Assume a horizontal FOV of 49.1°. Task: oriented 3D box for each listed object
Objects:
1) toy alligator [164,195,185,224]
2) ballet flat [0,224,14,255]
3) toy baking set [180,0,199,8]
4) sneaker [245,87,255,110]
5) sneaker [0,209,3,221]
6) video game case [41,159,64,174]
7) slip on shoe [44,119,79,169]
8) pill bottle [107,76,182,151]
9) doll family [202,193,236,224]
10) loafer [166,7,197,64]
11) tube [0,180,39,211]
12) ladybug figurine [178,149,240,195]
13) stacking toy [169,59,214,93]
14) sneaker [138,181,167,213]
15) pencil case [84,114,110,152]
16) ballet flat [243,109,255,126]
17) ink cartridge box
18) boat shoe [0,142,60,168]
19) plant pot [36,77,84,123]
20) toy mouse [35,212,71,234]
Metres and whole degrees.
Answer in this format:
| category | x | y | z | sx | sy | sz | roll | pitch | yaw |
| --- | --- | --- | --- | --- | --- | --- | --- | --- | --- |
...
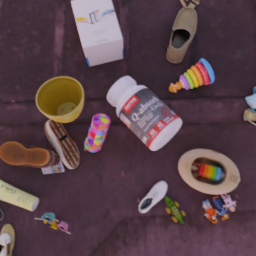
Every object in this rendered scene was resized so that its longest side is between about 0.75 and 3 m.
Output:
| category | x | y | z | sx | sy | sz | roll | pitch | yaw |
| --- | --- | --- | --- | --- | --- | --- | --- | --- | --- |
| toy alligator | 1.687 | 3.040 | 10.812 | 0.510 | 0.370 | 1.540 | -36 | 80 | -8 |
| ballet flat | -4.578 | 4.445 | 10.418 | 0.570 | 0.570 | 1.612 | 0 | 77 | 0 |
| toy baking set | 2.809 | -5.986 | 12.991 | 0.877 | 0.133 | 1.142 | -30 | 79 | -9 |
| sneaker | 5.680 | -1.547 | 11.710 | 1.741 | 0.643 | 0.713 | -38 | 85 | -8 |
| sneaker | -5.299 | 3.113 | 10.671 | 1.157 | 0.615 | 0.433 | 43 | 81 | 9 |
| video game case | -3.022 | 1.523 | 11.088 | 0.856 | 0.077 | 0.613 | -7 | 115 | 5 |
| slip on shoe | -2.686 | 0.670 | 11.170 | 0.816 | 0.650 | 2.146 | -38 | 102 | -45 |
| pill bottle | 0.563 | -0.606 | 10.924 | 1.636 | 1.636 | 2.824 | -43 | 73 | -9 |
| doll family | 3.428 | 3.128 | 10.752 | 1.466 | 0.661 | 0.910 | -17 | 70 | -22 |
| loafer | 2.411 | -4.141 | 12.147 | 1.044 | 0.926 | 2.745 | 15 | 78 | 3 |
| tube | -4.509 | 2.623 | 10.865 | 2.061 | 0.535 | 0.598 | 20 | 40 | 9 |
| ladybug figurine | 3.085 | 1.713 | 10.850 | 2.414 | 0.868 | 1.638 | 19 | 78 | 4 |
| stacking toy | 2.559 | -1.990 | 11.748 | 1.856 | 1.018 | 1.077 | -28 | 89 | 5 |
| sneaker | 0.974 | 2.683 | 10.752 | 0.548 | 0.532 | 1.502 | 39 | 84 | 11 |
| pencil case | -1.236 | 0.220 | 10.808 | 0.750 | 1.698 | 0.750 | 15 | 41 | -14 |
| ballet flat | 5.595 | -0.275 | 11.511 | 1.747 | 0.618 | 0.618 | 18 | 78 | 3 |
| ink cartridge box | -1.254 | -4.088 | 11.759 | 1.625 | 1.654 | 2.247 | -14 | 77 | -3 |
| boat shoe | -3.842 | 1.115 | 10.893 | 2.535 | 0.892 | 0.892 | 9 | 81 | 24 |
| plant pot | -2.382 | -0.854 | 10.398 | 1.701 | 1.207 | 1.701 | -1 | 63 | 3 |
| toy mouse | -2.634 | 3.400 | 10.199 | 1.438 | 1.278 | 0.278 | 31 | 53 | -5 |
